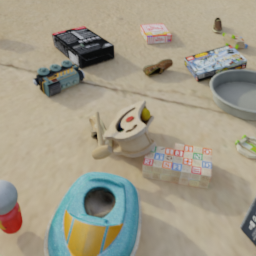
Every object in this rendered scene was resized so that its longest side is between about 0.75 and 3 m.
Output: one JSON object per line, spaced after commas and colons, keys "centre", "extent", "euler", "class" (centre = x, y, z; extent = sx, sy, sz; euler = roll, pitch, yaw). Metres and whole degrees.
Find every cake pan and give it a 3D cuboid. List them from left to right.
{"centre": [4.021, -1.117, 9.329], "extent": [2.614, 0.479, 2.614], "euler": [0, 41, 0], "class": "cake pan"}

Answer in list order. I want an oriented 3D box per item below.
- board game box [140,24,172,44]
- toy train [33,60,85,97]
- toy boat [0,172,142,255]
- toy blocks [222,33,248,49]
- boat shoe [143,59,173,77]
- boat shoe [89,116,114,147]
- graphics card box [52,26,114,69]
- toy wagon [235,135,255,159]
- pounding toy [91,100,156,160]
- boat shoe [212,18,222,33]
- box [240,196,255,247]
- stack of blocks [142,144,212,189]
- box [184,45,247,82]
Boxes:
{"centre": [1.304, -4.528, 13.421], "extent": [1.171, 0.358, 1.546], "euler": [-7, 41, -8], "class": "board game box"}
{"centre": [-2.424, -1.769, 9.967], "extent": [1.792, 0.763, 1.021], "euler": [-28, 60, -32], "class": "toy train"}
{"centre": [-1.205, 1.701, 5.253], "extent": [2.925, 1.359, 2.459], "euler": [8, 43, 3], "class": "toy boat"}
{"centre": [4.892, -3.919, 12.658], "extent": [0.796, 0.582, 1.165], "euler": [-6, 40, -24], "class": "toy blocks"}
{"centre": [1.210, -2.255, 10.747], "extent": [1.268, 0.456, 0.431], "euler": [-23, 49, -11], "class": "boat shoe"}
{"centre": [-0.857, 0.108, 7.917], "extent": [0.413, 0.456, 1.280], "euler": [-20, 45, -22], "class": "boat shoe"}
{"centre": [-1.952, -3.520, 12.001], "extent": [1.660, 0.673, 2.646], "euler": [-24, 45, -27], "class": "graphics card box"}
{"centre": [3.456, 0.481, 7.683], "extent": [0.992, 0.196, 0.770], "euler": [-28, 48, -30], "class": "toy wagon"}
{"centre": [-0.012, -0.088, 7.208], "extent": [1.281, 1.285, 2.240], "euler": [-12, 31, 32], "class": "pounding toy"}
{"centre": [4.506, -5.209, 14.133], "extent": [0.475, 0.476, 1.286], "euler": [5, 41, 6], "class": "boat shoe"}
{"centre": [3.663, 2.061, 4.956], "extent": [1.812, 1.307, 2.442], "euler": [-18, 44, -20], "class": "box"}
{"centre": [1.228, 0.874, 6.997], "extent": [1.611, 0.472, 0.928], "euler": [8, 41, 10], "class": "stack of blocks"}
{"centre": [3.308, -2.500, 10.747], "extent": [1.943, 0.388, 1.331], "euler": [-16, 44, -2], "class": "box"}
